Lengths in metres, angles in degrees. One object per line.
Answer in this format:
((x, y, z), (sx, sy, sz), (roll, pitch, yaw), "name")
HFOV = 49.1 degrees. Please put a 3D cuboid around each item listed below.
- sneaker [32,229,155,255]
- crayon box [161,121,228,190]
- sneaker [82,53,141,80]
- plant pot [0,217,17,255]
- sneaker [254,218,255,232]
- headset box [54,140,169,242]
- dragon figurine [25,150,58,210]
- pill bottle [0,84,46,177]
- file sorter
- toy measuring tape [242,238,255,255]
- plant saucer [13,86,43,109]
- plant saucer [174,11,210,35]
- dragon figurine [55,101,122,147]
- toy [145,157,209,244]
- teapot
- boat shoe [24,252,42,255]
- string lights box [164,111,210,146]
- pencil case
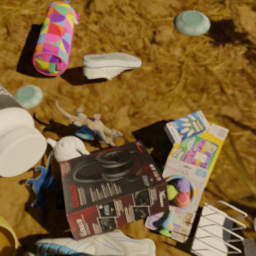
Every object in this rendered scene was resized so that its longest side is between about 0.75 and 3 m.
((-0.727, 2.871, 6.436), (2.880, 1.080, 1.248), (5, 27, 10), "sneaker")
((1.871, 0.690, 7.836), (1.182, 0.580, 1.990), (24, 62, 16), "crayon box")
((-0.564, -2.025, 9.353), (2.143, 0.758, 0.782), (-8, 41, -29), "sneaker")
((-3.421, 2.468, 6.300), (1.593, 1.593, 1.131), (-30, 32, -17), "plant pot")
((3.351, 2.789, 6.183), (0.623, 0.691, 1.686), (-20, 51, -9), "sneaker")
((-0.520, 1.436, 6.793), (2.485, 0.960, 1.849), (-14, 32, -9), "headset box")
((-2.166, 1.397, 7.476), (0.776, 0.459, 1.561), (26, 65, 11), "dragon figurine")
((-3.720, -0.166, 7.703), (1.735, 1.735, 2.995), (-40, 67, -21), "pill bottle")
((2.155, 2.448, 6.522), (0.856, 0.768, 1.234), (28, 60, -3), "file sorter")
((2.555, 3.459, 5.786), (0.890, 0.890, 2.419), (6, 56, 4), "toy measuring tape")
((-3.306, -1.064, 9.164), (0.973, 0.187, 0.973), (0, 59, -1), "plant saucer")
((2.533, -4.238, 11.056), (1.439, 0.277, 1.439), (0, 59, 0), "plant saucer")
((-1.165, -0.058, 7.790), (2.002, 0.995, 0.589), (17, 63, 13), "dragon figurine")
((1.177, 1.748, 6.875), (1.070, 0.439, 1.858), (18, 86, 18), "toy")
((-1.648, 0.607, 7.807), (0.943, 0.689, 0.931), (-24, 63, -9), "teapot")
((-1.537, 2.900, 5.358), (0.680, 2.098, 0.755), (10, 77, -33), "boat shoe")
((1.605, 0.002, 7.664), (1.103, 0.325, 0.567), (-22, 72, -14), "string lights box")
((-2.449, -3.127, 9.639), (1.224, 1.224, 2.770), (4, 60, 2), "pencil case")
